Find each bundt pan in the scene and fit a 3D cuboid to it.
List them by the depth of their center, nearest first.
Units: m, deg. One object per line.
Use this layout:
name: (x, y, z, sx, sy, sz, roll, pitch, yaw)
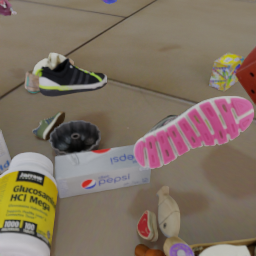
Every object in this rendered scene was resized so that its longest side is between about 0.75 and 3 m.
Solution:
bundt pan: (-1.279, 0.374, 6.933, 1.253, 0.470, 1.253, 0, 39, 0)

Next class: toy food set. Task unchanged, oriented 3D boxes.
toy food set: (0.444, 1.992, 4.534, 0.324, 1.307, 2.057, 26, 20, -20)

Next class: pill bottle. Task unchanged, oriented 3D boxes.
pill bottle: (-1.915, 1.454, 5.109, 1.145, 1.145, 2.036, -4, 40, -5)

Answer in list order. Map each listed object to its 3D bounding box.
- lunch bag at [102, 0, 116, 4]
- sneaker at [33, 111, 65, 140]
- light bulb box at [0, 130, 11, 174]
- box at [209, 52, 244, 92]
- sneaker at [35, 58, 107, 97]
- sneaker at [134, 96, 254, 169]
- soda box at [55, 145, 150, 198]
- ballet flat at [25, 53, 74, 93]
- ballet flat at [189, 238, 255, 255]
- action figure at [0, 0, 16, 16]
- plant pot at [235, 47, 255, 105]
lunch bag: (-0.679, -2.877, 4.883, 0.662, 1.060, 1.408, -26, 58, 11)
sneaker: (-2.169, -0.136, 7.614, 0.480, 0.358, 1.068, 16, 45, 11)
light bulb box: (-3.978, -0.063, 6.013, 2.283, 2.303, 1.437, 26, 45, 28)
box: (3.242, -1.857, 9.248, 0.573, 0.905, 0.940, 32, 50, 32)
sneaker: (-1.042, -1.043, 5.500, 1.552, 0.643, 0.557, -19, 27, -41)
sneaker: (1.006, 0.002, 4.564, 1.930, 0.712, 0.844, -27, 8, 13)
soda box: (-0.550, 0.918, 6.144, 2.005, 0.636, 0.684, -8, 41, -9)
ballet flat: (-2.609, -2.073, 9.583, 0.814, 0.805, 2.393, 18, 43, 13)
ballet flat: (2.007, 2.186, 4.458, 2.752, 0.867, 0.945, -6, 40, -7)
action figure: (-3.766, -3.721, 8.406, 0.679, 0.754, 1.013, -9, 8, -23)
plant pot: (2.601, -0.958, 4.597, 1.136, 1.288, 1.289, -34, 90, -8)
